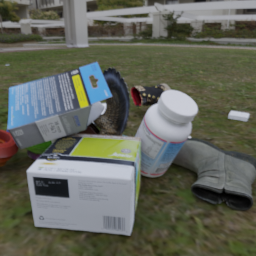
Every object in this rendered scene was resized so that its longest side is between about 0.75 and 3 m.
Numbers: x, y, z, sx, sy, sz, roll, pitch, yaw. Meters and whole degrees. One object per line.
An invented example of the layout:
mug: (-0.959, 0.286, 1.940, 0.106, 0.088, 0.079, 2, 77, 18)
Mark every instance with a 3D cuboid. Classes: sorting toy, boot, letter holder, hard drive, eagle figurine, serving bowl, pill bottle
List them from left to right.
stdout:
sorting toy: (-3.718, 0.731, 9.353, 2.822, 1.159, 1.696, 4, 27, -38)
serving bowl: (-1.826, -0.356, 9.280, 2.101, 0.691, 2.101, -32, 16, 10)
letter holder: (-1.597, 0.259, 9.509, 1.084, 0.771, 0.545, -39, 2, 13)
hard drive: (-1.124, -0.709, 13.730, 1.540, 0.312, 2.335, -6, 22, -15)
eagle figurine: (-0.590, -0.435, 9.253, 2.033, 2.679, 2.022, 26, -3, 43)
boot: (1.434, -1.222, 13.300, 2.010, 0.977, 2.670, -4, 44, -27)
pill bottle: (0.973, 0.200, 8.173, 1.372, 2.523, 1.372, 14, 41, -12)
boot: (2.195, 1.244, 8.140, 2.930, 0.992, 1.914, 11, 30, 29)

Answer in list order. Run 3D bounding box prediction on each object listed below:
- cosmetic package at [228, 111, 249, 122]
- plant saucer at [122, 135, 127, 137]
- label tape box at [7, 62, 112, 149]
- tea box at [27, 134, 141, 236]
cosmetic package: (5.330, -0.568, 13.497, 0.861, 0.223, 0.649, 12, 23, 27)
plant saucer: (-0.828, 0.847, 9.719, 2.428, 0.436, 2.428, 0, 21, 0)
label tape box: (-1.896, -0.696, 7.952, 2.732, 0.865, 1.970, -17, 44, -6)
tea box: (-0.913, 1.273, 7.137, 2.333, 1.559, 2.295, 3, 22, 8)
